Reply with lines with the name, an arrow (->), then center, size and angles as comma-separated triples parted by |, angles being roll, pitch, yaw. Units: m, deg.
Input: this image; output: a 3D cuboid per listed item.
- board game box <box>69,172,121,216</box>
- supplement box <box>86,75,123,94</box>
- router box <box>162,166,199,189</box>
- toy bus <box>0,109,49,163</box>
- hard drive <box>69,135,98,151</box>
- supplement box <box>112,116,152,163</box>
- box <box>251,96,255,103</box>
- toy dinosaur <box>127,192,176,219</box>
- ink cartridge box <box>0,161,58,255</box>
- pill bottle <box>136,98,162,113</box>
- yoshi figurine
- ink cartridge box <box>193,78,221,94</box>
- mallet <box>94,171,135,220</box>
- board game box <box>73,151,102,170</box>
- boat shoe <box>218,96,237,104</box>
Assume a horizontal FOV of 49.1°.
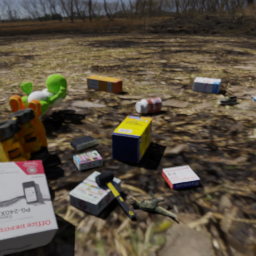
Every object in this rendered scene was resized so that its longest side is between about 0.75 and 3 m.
board game box -> -0.814, 1.633, 7.119 | 0.831, 0.362, 1.127 | 13, 26, 27
supplement box -> -1.379, -2.532, 16.158 | 2.139, 0.736, 0.712 | 16, 28, 29
router box -> 1.466, 1.385, 7.876 | 0.808, 0.197, 0.725 | -6, 24, -13
toy bus -> -3.786, 0.652, 8.128 | 2.390, 1.689, 2.489 | -13, 20, 9
hard drive -> -1.561, 0.509, 9.864 | 0.862, 0.182, 0.581 | -19, 32, -36
supplement box -> 0.167, 0.330, 9.389 | 0.909, 0.904, 1.660 | 8, 25, 17
box -> 6.736, -1.454, 14.373 | 0.568, 0.157, 0.832 | 1, 24, 2
toy dinosaur -> 0.628, 1.822, 6.792 | 1.253, 0.297, 0.552 | 11, 41, 23
ink cartridge box -> -2.254, 1.566, 5.724 | 1.208, 0.694, 1.664 | 1, 48, -36
pill bottle -> 0.947, -1.004, 12.779 | 1.107, 0.621, 0.621 | -11, 26, -23
yoshi figurine -> -3.513, -1.460, 11.798 | 1.661, 1.668, 2.967 | -29, 10, 27
ink cartridge box -> 4.509, -2.438, 16.059 | 1.404, 0.594, 1.015 | 9, 26, 21
mallet -> -0.346, 1.637, 6.787 | 0.471, 0.294, 1.430 | -11, 46, -29
board game box -> -1.247, 1.010, 8.685 | 0.751, 0.241, 0.554 | -12, 26, -25
boat shoe -> 4.971, -1.399, 13.941 | 1.090, 0.326, 0.390 | -6, 33, -22
